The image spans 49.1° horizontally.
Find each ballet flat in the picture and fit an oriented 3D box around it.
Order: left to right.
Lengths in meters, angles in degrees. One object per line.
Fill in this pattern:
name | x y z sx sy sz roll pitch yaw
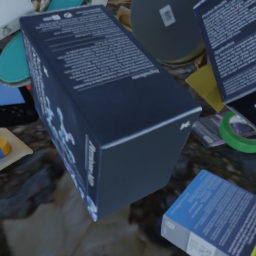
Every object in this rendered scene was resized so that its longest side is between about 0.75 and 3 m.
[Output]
ballet flat | -1.676 -1.942 6.030 1.051 1.051 2.832 30 78 35

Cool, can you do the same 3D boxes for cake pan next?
cake pan | 1.104 -2.909 7.338 2.608 2.608 0.478 21 32 27

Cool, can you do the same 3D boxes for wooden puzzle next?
wooden puzzle | -4.163 0.595 7.595 2.161 0.540 2.333 28 44 35

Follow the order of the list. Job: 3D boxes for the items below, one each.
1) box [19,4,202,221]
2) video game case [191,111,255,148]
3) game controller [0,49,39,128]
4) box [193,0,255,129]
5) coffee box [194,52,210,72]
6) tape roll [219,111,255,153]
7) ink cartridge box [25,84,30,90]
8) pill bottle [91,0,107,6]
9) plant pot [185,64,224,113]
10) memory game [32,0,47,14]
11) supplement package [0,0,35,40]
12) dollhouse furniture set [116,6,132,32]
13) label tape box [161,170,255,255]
box | -0.499 -0.336 4.738 1.529 2.120 2.856 -22 57 -25
video game case | 2.884 -0.007 8.788 1.812 0.172 1.294 -12 37 -18
game controller | -3.048 -0.998 6.585 1.230 0.497 2.358 -7 60 -53
box | 2.619 -1.510 5.766 1.909 1.346 2.580 24 49 -43
coffee box | 2.497 -2.289 8.041 0.955 2.392 1.352 -3 34 4
tape roll | 3.425 0.079 8.247 1.413 0.340 1.413 4 47 -4
ink cartridge box | -4.811 -1.665 10.552 2.500 0.841 1.452 13 37 17
pill bottle | -1.565 -4.653 9.735 1.588 0.891 0.891 33 46 23
plant pot | 2.224 -1.134 7.181 0.916 0.890 0.896 -45 46 14
memory game | -2.360 -3.946 8.240 0.147 2.301 2.301 12 21 -42
supplement package | -2.827 -2.260 5.521 1.639 0.961 0.958 -36 15 -14
dollhouse furniture set | 0.156 -4.137 10.063 1.865 1.961 1.598 25 48 -4
label tape box | 2.054 1.985 5.443 2.307 0.763 1.653 27 44 30
